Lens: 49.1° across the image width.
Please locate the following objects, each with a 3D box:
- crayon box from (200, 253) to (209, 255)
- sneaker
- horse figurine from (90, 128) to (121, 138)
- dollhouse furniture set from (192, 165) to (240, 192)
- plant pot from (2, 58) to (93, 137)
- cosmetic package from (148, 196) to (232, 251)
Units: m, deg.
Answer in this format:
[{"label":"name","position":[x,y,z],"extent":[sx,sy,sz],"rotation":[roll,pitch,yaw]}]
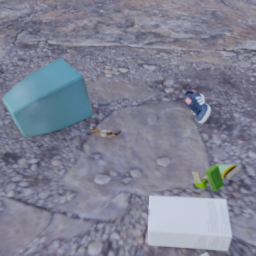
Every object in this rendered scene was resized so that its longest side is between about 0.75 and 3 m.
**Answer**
[{"label":"crayon box","position":[1.598,3.282,6.448],"extent":[0.814,0.210,0.512],"rotation":[-13,41,-17]},{"label":"sneaker","position":[2.595,-0.887,10.959],"extent":[0.832,0.738,1.970],"rotation":[26,26,-13]},{"label":"horse figurine","position":[-0.835,0.167,10.030],"extent":[1.170,0.775,0.292],"rotation":[9,82,-1]},{"label":"dollhouse furniture set","position":[2.612,1.237,8.358],"extent":[1.264,0.634,0.828],"rotation":[-29,14,-27]},{"label":"plant pot","position":[-3.063,-0.972,10.524],"extent":[2.666,1.884,1.883],"rotation":[-31,48,-21]},{"label":"cosmetic package","position":[1.474,2.346,6.969],"extent":[1.920,0.815,1.033],"rotation":[1,44,10]}]
